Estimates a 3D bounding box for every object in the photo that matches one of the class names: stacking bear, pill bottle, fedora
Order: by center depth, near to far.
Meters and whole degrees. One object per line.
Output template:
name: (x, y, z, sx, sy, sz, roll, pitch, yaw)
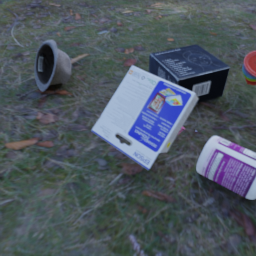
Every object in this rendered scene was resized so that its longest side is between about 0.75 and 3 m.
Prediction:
pill bottle: (3.487, 1.330, 8.613, 2.450, 1.375, 1.375, 27, 48, 27)
stacking bear: (5.412, -2.396, 11.929, 1.056, 1.857, 1.128, 35, 89, 23)
fedora: (-3.428, -2.830, 13.116, 1.165, 2.282, 2.580, 6, 33, -40)

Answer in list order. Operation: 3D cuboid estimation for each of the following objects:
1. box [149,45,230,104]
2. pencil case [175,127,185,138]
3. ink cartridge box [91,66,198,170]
box: (2.605, -2.381, 12.580, 2.573, 1.595, 2.529, -16, 44, -17)
pencil case: (1.217, 0.275, 9.119, 0.601, 1.283, 0.582, 32, 28, -21)
ink cartridge box: (0.452, -0.384, 8.845, 2.578, 0.613, 2.609, 32, 92, 32)
